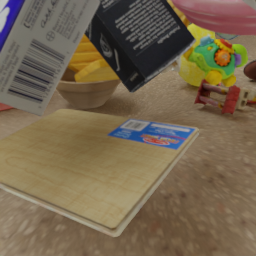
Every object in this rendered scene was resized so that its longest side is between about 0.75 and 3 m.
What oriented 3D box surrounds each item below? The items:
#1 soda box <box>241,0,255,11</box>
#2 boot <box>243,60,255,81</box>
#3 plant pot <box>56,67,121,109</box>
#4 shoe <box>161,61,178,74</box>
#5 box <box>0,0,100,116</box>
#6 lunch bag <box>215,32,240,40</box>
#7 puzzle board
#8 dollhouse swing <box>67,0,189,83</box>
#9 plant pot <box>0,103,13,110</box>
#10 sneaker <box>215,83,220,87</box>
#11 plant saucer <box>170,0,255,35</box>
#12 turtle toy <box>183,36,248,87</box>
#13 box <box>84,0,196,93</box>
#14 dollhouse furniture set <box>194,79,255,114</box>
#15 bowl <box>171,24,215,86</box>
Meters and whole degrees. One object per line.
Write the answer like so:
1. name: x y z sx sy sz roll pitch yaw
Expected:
1. soda box: 1.214 -1.520 2.353 2.160 0.736 0.688 23 10 -19
2. boot: 5.842 -1.606 10.506 2.801 1.019 2.975 15 37 12
3. plant pot: -1.395 -1.354 9.429 2.328 1.075 2.328 1 27 0
4. shoe: 0.662 -2.498 8.328 2.056 0.549 0.719 56 24 12
5. box: -1.694 -1.449 3.912 1.949 1.793 1.023 33 7 32
6. lunch bag: 2.852 -3.091 7.465 1.231 0.631 1.531 34 -21 -14
7. puzzle board: -0.742 0.363 4.255 2.990 0.260 2.253 10 30 32
8. dollhouse swing: -0.318 -3.028 7.242 2.578 2.837 2.494 -11 -9 -27
9. plant pot: -4.833 -2.246 9.546 2.928 2.590 2.928 -1 27 0
10. sneaker: 3.193 -1.959 11.284 1.205 0.444 0.523 42 29 25
11. plant saucer: 2.060 -2.376 4.752 2.874 0.729 2.874 -6 42 6
12. turtle toy: 2.319 -1.748 7.035 1.770 0.895 1.290 -5 49 -40
13. box: -0.055 -2.003 5.499 1.201 2.303 1.704 -40 6 -7
14. dollhouse furniture set: 3.336 -0.993 9.263 2.073 0.843 1.116 0 20 -41
15. bowl: 2.342 -2.767 10.807 1.354 2.515 2.515 -6 27 0
